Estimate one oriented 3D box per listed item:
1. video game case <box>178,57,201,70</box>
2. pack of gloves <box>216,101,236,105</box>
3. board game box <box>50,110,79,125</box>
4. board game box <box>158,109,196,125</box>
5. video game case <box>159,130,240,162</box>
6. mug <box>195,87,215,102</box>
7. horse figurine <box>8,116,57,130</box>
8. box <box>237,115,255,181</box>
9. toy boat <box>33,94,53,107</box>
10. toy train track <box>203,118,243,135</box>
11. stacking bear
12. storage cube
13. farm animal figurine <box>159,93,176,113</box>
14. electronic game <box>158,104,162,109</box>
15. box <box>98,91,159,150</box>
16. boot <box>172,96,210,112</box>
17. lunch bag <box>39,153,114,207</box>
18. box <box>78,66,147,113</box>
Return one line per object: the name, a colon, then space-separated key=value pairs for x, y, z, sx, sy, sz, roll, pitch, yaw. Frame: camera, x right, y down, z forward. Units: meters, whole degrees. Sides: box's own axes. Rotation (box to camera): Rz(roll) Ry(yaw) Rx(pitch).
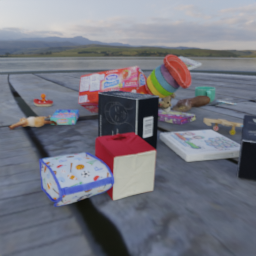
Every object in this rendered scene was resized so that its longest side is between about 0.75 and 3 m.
video game case: x=2.262 y=-2.614 z=11.342 sx=0.957 sy=0.116 sz=1.051 roll=-26 pitch=43 yaw=-38
pack of gloves: x=5.677 y=-1.403 z=16.293 sx=1.069 sy=0.211 sz=0.898 roll=17 pitch=12 yaw=37
board game box: x=-2.777 y=-0.492 z=12.410 sx=1.028 sy=0.304 sz=1.352 roll=0 pitch=20 yaw=-3
board game box: x=1.865 y=-0.544 z=12.825 sx=2.092 sy=0.338 sz=1.256 roll=14 pitch=25 yaw=41
video game case: x=2.319 y=0.504 z=8.979 sx=2.009 sy=0.261 sz=2.207 roll=-4 pitch=16 yaw=-13
mug: x=4.543 y=-1.932 z=16.733 sx=1.171 sy=0.881 sz=1.425 roll=9 pitch=20 yaw=31
horse figurine: x=-3.839 y=-0.245 z=11.443 sx=1.735 sy=0.433 sz=1.150 roll=-1 pitch=11 yaw=1
box: x=3.752 y=0.524 z=6.978 sx=1.793 sy=1.071 sz=1.823 roll=8 pitch=25 yaw=21
toy boat: x=-4.785 y=-1.572 z=15.782 sx=1.052 sy=0.687 sz=0.686 roll=-1 pitch=15 yaw=-2
toy train track: x=4.183 y=0.053 z=10.495 sx=2.696 sy=0.439 sz=1.546 roll=8 pitch=9 yaw=9
stacking bear: x=1.190 y=-1.645 z=10.760 sx=2.195 sy=1.333 sz=1.248 roll=-35 pitch=6 yaw=37
storage cube: x=-0.092 y=0.805 z=6.249 sx=1.012 sy=1.184 sz=1.064 roll=-7 pitch=23 yaw=-25
farm animal figurine: x=1.647 y=-1.327 z=11.737 sx=0.643 sy=1.219 sz=1.233 roll=9 pitch=-10 yaw=30
electronic game: x=1.171 y=-1.229 z=15.199 sx=1.617 sy=0.336 sz=1.617 roll=0 pitch=15 yaw=0
box: x=-0.032 y=-0.208 z=8.774 sx=1.713 sy=1.743 sz=1.080 roll=14 pitch=19 yaw=41
boot: x=3.316 y=-1.217 z=14.564 sx=1.839 sy=0.634 sz=1.974 roll=-9 pitch=9 yaw=19
lunch bag: x=-1.096 y=1.070 z=5.822 sx=1.188 sy=0.865 sz=1.397 roll=-9 pitch=10 yaw=-31
box: x=-0.670 y=-1.678 z=12.831 sx=2.919 sy=1.455 sz=1.393 roll=-6 pitch=-18 yaw=22
